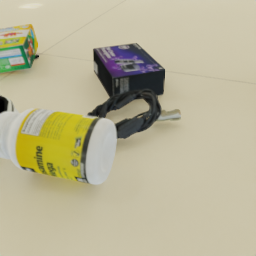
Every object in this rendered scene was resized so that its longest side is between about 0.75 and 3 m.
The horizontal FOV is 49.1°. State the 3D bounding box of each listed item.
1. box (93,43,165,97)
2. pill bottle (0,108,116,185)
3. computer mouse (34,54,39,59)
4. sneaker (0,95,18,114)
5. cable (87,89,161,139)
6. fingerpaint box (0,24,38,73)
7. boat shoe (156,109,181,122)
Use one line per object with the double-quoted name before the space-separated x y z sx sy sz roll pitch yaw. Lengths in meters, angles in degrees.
"box" -0.052 -1.841 8.963 1.642 0.917 2.326 -10 38 -18
"pill bottle" -1.510 0.311 5.716 2.326 1.308 1.308 9 38 13
"computer mouse" -3.874 -2.787 10.785 0.756 0.199 0.523 16 41 20
"sneaker" -3.283 0.102 6.035 0.788 0.855 2.138 31 60 2
"cable" -0.102 -0.373 7.227 1.995 0.507 1.628 -36 39 -19
"fingerpaint box" -4.671 -2.767 9.992 2.508 0.920 2.092 -9 39 -2
"boat shoe" 0.931 -0.330 7.216 0.844 0.289 0.316 -4 11 -5
